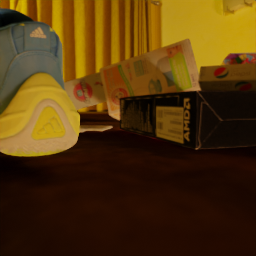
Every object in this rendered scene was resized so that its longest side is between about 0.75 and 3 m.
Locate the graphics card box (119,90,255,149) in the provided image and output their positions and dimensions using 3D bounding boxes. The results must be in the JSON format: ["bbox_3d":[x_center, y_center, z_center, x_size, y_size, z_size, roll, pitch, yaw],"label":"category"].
[{"bbox_3d":[1.079,-0.206,4.519,1.758,0.713,2.802,-1,4,-20],"label":"graphics card box"}]

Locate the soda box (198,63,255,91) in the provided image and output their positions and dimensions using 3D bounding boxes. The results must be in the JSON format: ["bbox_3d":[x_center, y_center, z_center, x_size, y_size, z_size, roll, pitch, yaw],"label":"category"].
[{"bbox_3d":[1.612,-0.757,4.318,0.985,0.314,0.335,3,-27,27],"label":"soda box"}]

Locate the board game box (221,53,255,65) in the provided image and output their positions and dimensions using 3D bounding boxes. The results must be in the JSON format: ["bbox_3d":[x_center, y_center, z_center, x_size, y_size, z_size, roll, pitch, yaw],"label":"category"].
[{"bbox_3d":[3.187,-1.320,6.997,1.731,1.367,0.337,-1,-12,-4],"label":"board game box"}]

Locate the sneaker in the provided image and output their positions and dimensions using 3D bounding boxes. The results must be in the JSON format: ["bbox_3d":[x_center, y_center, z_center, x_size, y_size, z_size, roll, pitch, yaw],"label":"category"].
[{"bbox_3d":[-1.434,-0.563,3.626,1.110,1.540,2.931,-3,5,-38],"label":"sneaker"}]

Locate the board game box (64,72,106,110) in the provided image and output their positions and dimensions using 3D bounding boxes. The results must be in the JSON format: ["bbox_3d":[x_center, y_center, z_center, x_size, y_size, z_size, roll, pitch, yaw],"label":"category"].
[{"bbox_3d":[-1.432,-1.147,9.286,2.938,0.944,2.168,-15,8,5],"label":"board game box"}]

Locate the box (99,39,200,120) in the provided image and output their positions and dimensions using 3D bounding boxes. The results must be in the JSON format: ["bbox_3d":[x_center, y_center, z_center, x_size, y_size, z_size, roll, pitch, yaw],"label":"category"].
[{"bbox_3d":[0.610,-1.086,7.049,2.286,1.286,1.158,-15,-12,15],"label":"box"}]

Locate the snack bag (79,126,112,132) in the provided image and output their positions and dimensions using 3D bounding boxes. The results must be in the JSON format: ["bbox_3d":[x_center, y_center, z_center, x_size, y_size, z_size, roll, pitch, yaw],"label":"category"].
[{"bbox_3d":[-0.838,0.018,6.014,0.907,0.097,0.855,0,4,11],"label":"snack bag"}]
